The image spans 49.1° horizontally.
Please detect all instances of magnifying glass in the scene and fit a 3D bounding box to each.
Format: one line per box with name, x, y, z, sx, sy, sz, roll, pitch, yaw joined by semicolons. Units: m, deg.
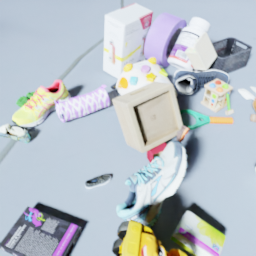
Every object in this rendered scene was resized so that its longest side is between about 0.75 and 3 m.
magnifying glass;3.083;-0.326;11.468;2.441;0.273;0.972;3;51;-6

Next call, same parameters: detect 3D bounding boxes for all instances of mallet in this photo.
mallet;0.000;-2.584;13.616;0.449;0.719;2.184;47;58;6

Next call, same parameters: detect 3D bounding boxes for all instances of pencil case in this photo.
pencil case;-1.939;-1.023;11.824;2.348;1.004;0.986;-22;26;-25

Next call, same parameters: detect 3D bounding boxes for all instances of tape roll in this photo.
tape roll;1.945;-4.481;14.388;1.067;2.511;2.511;31;51;22

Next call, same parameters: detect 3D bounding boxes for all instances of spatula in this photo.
spatula;6.298;-1.228;12.703;1.638;0.189;2.356;-10;44;-18

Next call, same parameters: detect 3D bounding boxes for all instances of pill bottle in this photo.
pill bottle;3.100;-4.145;14.010;1.358;2.438;1.358;26;6;-3

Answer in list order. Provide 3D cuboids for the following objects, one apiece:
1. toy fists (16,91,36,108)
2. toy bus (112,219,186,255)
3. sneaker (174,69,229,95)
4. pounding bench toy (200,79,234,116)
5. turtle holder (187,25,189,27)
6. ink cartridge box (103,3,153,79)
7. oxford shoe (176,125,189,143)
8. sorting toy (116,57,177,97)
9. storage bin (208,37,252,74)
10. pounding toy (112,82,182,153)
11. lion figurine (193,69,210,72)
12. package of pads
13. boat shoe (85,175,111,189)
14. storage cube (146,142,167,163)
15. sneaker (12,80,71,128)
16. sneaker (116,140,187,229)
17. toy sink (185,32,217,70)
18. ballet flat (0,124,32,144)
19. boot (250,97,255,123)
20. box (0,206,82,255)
toy fists;-4.495;-1.285;12.578;0.570;0.385;1.119;28;51;28
toy bus;0.645;3.325;6.301;2.227;2.320;1.574;13;45;2
sneaker;3.310;-2.041;12.611;2.536;0.964;1.832;4;22;10
pounding bench toy;4.033;-1.318;12.079;0.872;1.095;1.403;-29;51;-28
turtle holder;3.299;-5.566;16.742;1.054;0.985;1.387;3;43;3
ink cartridge box;-0.049;-4.205;13.787;1.243;2.980;2.163;35;53;23
oxford shoe;1.695;0.258;9.139;0.281;0.772;0.275;40;28;23
sorting toy;1.023;-1.920;12.613;2.505;1.338;2.255;-20;52;-17
storage bin;5.083;-3.765;14.735;2.336;1.095;1.579;-23;48;-22
pounding toy;0.864;-0.431;10.120;2.325;2.140;1.653;-26;22;-20
lion figurine;3.914;-2.876;14.177;0.853;0.505;1.393;-21;50;-10
package of pads;1.938;2.987;7.635;1.289;0.439;0.996;32;36;15
boat shoe;-0.993;1.767;9.366;0.940;0.266;0.322;-19;46;-20
storage cube;1.068;0.916;9.917;0.768;0.656;0.690;-14;33;-12
sneaker;-3.700;-1.121;11.745;1.101;1.272;2.817;29;51;25
sneaker;0.635;1.534;7.826;1.197;2.773;1.076;27;1;-17
toy sink;3.302;-3.556;12.997;0.824;1.471;0.959;20;68;50
ballet flat;-4.516;0.122;10.926;1.664;0.618;0.618;12;44;13
boot;5.573;-0.755;11.415;0.942;0.465;1.214;9;77;46
box;-2.446;3.104;7.884;1.865;0.337;1.333;16;45;15
